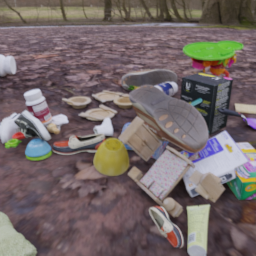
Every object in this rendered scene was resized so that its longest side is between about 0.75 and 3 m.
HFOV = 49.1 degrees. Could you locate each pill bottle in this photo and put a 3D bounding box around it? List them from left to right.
[{"bbox_3d":[-7.424,-3.432,15.504,2.060,1.193,1.193,-2,26,-4],"label":"pill bottle"},{"bbox_3d":[-2.865,-0.640,8.885,0.601,1.052,0.601,-11,26,5],"label":"pill bottle"},{"bbox_3d":[1.607,-1.630,12.317,1.240,0.689,0.689,-24,34,-39],"label":"pill bottle"}]

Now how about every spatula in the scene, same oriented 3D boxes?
[{"bbox_3d":[3.748,-0.325,9.245,2.415,0.248,0.683,16,26,-33],"label":"spatula"}]

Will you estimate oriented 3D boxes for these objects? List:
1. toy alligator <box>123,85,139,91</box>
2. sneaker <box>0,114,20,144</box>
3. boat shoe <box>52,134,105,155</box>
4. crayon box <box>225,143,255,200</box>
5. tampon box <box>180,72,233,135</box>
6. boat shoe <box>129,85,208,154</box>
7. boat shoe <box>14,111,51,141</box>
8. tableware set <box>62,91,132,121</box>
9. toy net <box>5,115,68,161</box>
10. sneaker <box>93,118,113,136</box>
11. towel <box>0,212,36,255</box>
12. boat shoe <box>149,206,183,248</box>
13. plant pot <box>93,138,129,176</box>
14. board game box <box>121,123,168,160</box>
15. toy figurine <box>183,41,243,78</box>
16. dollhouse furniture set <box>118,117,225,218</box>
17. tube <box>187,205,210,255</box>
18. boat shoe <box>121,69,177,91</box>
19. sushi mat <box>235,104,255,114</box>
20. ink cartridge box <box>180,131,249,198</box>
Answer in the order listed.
[{"bbox_3d":[0.289,-1.787,12.978,1.180,0.283,0.391,7,13,-19],"label":"toy alligator"},{"bbox_3d":[-3.581,-0.037,9.072,0.698,0.662,1.733,4,26,-2],"label":"sneaker"},{"bbox_3d":[-1.440,0.443,8.198,1.580,0.494,0.562,-3,29,-1],"label":"boat shoe"},{"bbox_3d":[2.879,1.012,6.986,1.048,0.514,1.764,-3,26,-6],"label":"crayon box"},{"bbox_3d":[2.591,-0.859,9.481,1.093,1.732,1.298,-20,32,-36],"label":"tampon box"},{"bbox_3d":[1.060,-0.174,7.553,1.108,1.050,2.926,-24,40,-15],"label":"boat shoe"},{"bbox_3d":[-2.807,0.038,8.127,0.557,0.618,1.749,-39,39,-21],"label":"boat shoe"},{"bbox_3d":[-1.033,-1.031,11.469,2.461,0.342,2.946,22,34,39],"label":"tableware set"},{"bbox_3d":[-2.703,0.215,8.796,1.286,0.473,2.451,1,23,11],"label":"toy net"},{"bbox_3d":[-0.871,-0.039,9.358,0.593,0.378,1.026,-3,26,-11],"label":"sneaker"},{"bbox_3d":[-2.696,2.247,4.576,1.485,0.365,2.002,24,35,37],"label":"towel"},{"bbox_3d":[0.690,1.837,5.201,0.275,0.313,0.879,13,31,-41],"label":"boat shoe"},{"bbox_3d":[-0.410,0.670,7.258,0.947,0.672,0.947,5,41,-4],"label":"plant pot"},{"bbox_3d":[0.538,0.308,8.470,1.652,0.510,1.651,4,25,7],"label":"board game box"},{"bbox_3d":[3.353,-2.101,11.332,2.529,2.328,1.899,-19,38,-23],"label":"toy figurine"},{"bbox_3d":[0.700,0.893,6.038,1.203,1.028,2.321,-49,42,-5],"label":"dollhouse furniture set"},{"bbox_3d":[1.344,1.904,5.386,0.365,0.327,1.258,26,27,2],"label":"tube"},{"bbox_3d":[1.004,-2.423,13.635,2.757,1.044,0.990,-1,24,-6],"label":"boat shoe"},{"bbox_3d":[5.178,-0.718,11.092,1.804,0.109,0.863,6,25,13],"label":"sushi mat"},{"bbox_3d":[1.991,0.829,6.825,1.499,0.325,1.485,-28,24,12],"label":"ink cartridge box"}]
